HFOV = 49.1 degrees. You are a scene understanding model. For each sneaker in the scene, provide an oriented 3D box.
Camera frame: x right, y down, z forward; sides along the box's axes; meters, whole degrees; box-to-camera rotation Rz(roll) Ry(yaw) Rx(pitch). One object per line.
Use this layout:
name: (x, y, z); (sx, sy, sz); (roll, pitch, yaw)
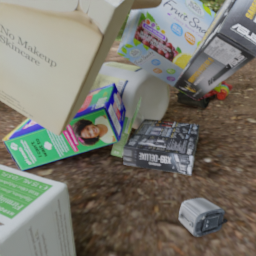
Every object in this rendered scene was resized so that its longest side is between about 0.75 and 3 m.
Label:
sneaker: (2.962, -1.646, 11.884); (1.335, 1.117, 2.942); (5, 20, 29)

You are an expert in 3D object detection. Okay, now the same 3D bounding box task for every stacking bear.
stacking bear: (4.161, -1.574, 12.344); (0.608, 0.569, 1.001); (32, 39, 5)

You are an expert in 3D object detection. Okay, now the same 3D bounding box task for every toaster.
toaster: (1.247, 1.485, 4.759); (0.797, 0.453, 0.515); (-3, 18, -31)

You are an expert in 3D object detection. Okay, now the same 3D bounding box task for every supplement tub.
supplement tub: (-0.176, -1.168, 9.419); (1.937, 1.937, 2.672); (-18, 28, -38)

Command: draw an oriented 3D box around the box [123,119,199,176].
box: (0.962, 0.398, 7.396); (1.655, 0.522, 2.098); (6, 23, 15)

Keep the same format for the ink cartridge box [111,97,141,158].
ink cartridge box: (-0.048, -0.089, 7.349); (0.346, 1.443, 1.050); (17, 24, -2)

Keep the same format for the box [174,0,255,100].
box: (1.807, -1.742, 4.872); (0.629, 2.063, 2.604); (31, -7, 0)

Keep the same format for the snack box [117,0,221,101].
snack box: (1.387, -2.491, 7.779); (2.884, 2.432, 0.976); (27, -24, -24)

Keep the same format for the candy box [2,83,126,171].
candy box: (-1.434, -0.100, 7.094); (2.526, 0.973, 2.136); (-19, 20, 10)

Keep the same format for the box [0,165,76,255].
box: (-1.685, 1.451, 3.219); (1.648, 1.656, 1.419); (11, 27, 24)

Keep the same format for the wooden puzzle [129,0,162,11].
wooden puzzle: (-0.948, -2.813, 6.231); (2.417, 0.486, 2.612); (-15, 19, -36)

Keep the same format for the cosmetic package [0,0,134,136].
cosmetic package: (-1.048, -1.197, 4.031); (1.420, 2.744, 1.003); (32, 52, -5)
